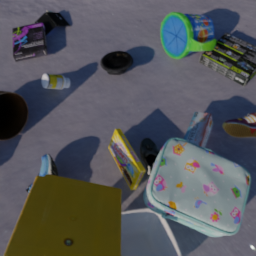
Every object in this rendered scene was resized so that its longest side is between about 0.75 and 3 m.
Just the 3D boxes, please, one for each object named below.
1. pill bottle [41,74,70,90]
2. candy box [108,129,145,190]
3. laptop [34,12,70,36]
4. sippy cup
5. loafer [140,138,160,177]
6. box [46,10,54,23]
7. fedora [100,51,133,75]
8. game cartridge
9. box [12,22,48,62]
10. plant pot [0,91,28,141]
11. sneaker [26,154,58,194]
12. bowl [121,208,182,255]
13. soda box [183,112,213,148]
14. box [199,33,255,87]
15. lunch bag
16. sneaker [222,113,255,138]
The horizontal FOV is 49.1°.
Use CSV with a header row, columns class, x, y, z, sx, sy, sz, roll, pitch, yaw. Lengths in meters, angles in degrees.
class,x,y,z,sx,sy,sz,roll,pitch,yaw
pill bottle,-2.960,-1.894,11.538,1.061,0.594,0.594,-2,47,-42
candy box,-0.094,1.025,9.423,0.255,0.986,1.928,-4,45,-33
laptop,-3.946,-5.421,14.625,1.328,0.686,1.177,-19,63,-43
sippy cup,2.835,-4.368,12.942,1.924,2.061,2.625,-20,82,-27
loafer,0.877,1.146,9.617,0.748,0.655,2.082,-10,55,-4
box,-4.109,-5.812,14.772,0.310,0.379,0.798,-1,52,-30
fedora,-0.491,-2.760,12.431,1.457,0.665,1.457,-2,55,2
game cartridge,-1.415,2.405,7.034,2.524,0.464,2.863,13,28,-8
box,-4.763,-4.184,13.530,1.553,0.392,2.173,-14,59,-4
plant pot,-5.065,-0.652,10.439,1.908,1.784,1.784,18,55,31
sneaker,-2.848,1.801,9.065,0.963,0.839,2.141,-5,54,1
bowl,0.242,3.384,7.623,2.140,0.800,2.143,-4,43,-22
soda box,2.469,0.352,10.119,0.683,0.635,1.996,9,52,30
box,4.879,-3.203,12.838,2.367,0.562,2.286,35,63,22
lunch bag,1.940,1.788,8.277,2.918,1.125,2.340,23,67,1
sneaker,4.487,-0.151,10.595,1.946,0.729,0.877,7,47,-3
